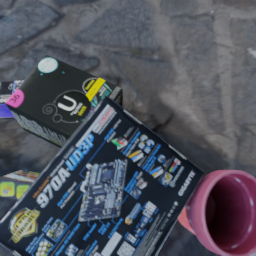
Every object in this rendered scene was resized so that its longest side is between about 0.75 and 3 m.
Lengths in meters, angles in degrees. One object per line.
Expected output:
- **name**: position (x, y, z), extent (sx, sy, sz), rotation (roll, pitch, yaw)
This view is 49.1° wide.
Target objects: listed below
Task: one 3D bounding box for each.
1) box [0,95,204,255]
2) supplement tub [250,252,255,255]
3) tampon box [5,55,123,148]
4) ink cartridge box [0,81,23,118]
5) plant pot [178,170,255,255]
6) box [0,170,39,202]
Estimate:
- **box**: position (-0.382, 1.270, 4.914), extent (2.359, 0.683, 2.968), rotation (37, 71, -3)
- **supplement tub**: position (2.757, 2.879, 5.443), extent (1.312, 0.954, 0.954), rotation (30, 66, 15)
- **tampon box**: position (-1.442, -0.448, 6.923), extent (2.193, 1.384, 1.643), rotation (24, 65, 12)
- **ink cartridge box**: position (-3.028, -0.819, 7.774), extent (1.091, 0.239, 1.101), rotation (-4, 63, -4)
- **plant pot**: position (1.737, 1.657, 5.666), extent (1.576, 1.411, 1.576), rotation (4, 78, -21)
- **box**: position (-1.352, 1.358, 5.887), extent (2.308, 1.270, 0.401), rotation (11, 87, -3)
